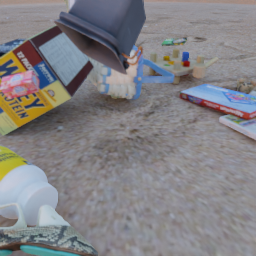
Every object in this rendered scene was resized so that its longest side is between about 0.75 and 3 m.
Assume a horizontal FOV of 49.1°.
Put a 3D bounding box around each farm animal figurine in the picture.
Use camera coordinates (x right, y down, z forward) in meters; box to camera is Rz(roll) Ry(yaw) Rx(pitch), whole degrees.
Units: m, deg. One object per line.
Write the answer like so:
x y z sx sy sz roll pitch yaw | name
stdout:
4.718 -1.632 11.032 1.280 0.675 1.294 -24 37 -36 | farm animal figurine

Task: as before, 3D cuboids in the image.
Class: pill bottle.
-2.371 1.140 5.707 1.972 1.105 1.105 21 36 32 | pill bottle

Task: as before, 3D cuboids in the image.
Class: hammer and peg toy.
2.519 -2.717 12.600 2.189 1.050 2.976 -20 35 -34 | hammer and peg toy

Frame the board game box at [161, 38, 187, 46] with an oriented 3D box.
1.712 -3.185 10.354 0.861 0.101 0.451 8 47 33 | board game box

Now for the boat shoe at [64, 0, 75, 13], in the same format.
-1.725 -3.920 8.167 0.471 1.520 0.547 -2 4 6 | boat shoe

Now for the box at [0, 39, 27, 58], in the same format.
-5.047 -3.310 13.350 1.811 1.307 2.441 8 30 13 | box

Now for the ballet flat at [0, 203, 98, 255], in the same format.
-1.775 1.706 4.577 2.566 0.870 0.966 2 60 -9 | ballet flat

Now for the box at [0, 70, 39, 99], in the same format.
-2.570 -1.032 6.671 0.785 0.371 0.403 -12 57 7 | box

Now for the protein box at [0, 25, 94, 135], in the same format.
-2.914 -1.620 8.764 2.689 1.828 2.709 -25 23 21 | protein box

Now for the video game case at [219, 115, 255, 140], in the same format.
4.169 -0.164 8.780 1.875 0.207 1.706 -14 27 -21 | video game case

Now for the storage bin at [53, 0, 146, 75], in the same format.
-0.306 -2.333 6.297 1.679 1.549 2.307 29 2 8 | storage bin

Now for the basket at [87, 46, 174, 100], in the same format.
-0.023 -2.225 10.738 2.877 2.001 2.536 -9 29 -20 | basket

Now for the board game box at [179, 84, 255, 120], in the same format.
3.461 -1.019 10.107 1.527 0.288 2.967 -20 30 -30 | board game box
